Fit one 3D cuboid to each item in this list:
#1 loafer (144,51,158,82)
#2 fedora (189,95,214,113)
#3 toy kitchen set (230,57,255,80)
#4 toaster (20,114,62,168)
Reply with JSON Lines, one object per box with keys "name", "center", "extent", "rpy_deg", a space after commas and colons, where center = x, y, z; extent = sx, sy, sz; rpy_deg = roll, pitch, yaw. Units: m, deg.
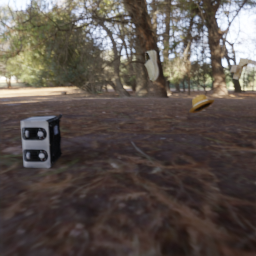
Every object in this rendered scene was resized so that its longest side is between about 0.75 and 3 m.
{"name": "loafer", "center": [0.700, -1.934, 8.740], "extent": [0.348, 1.018, 0.385], "rpy_deg": [2, -15, -24]}
{"name": "fedora", "center": [3.265, -1.139, 12.695], "extent": [1.286, 0.524, 1.286], "rpy_deg": [-23, -15, -6]}
{"name": "toy kitchen set", "center": [4.878, -2.442, 11.758], "extent": [0.744, 0.912, 0.823], "rpy_deg": [-6, 25, -44]}
{"name": "toaster", "center": [-2.968, 0.406, 9.780], "extent": [1.056, 1.609, 1.779], "rpy_deg": [0, 9, 1]}
